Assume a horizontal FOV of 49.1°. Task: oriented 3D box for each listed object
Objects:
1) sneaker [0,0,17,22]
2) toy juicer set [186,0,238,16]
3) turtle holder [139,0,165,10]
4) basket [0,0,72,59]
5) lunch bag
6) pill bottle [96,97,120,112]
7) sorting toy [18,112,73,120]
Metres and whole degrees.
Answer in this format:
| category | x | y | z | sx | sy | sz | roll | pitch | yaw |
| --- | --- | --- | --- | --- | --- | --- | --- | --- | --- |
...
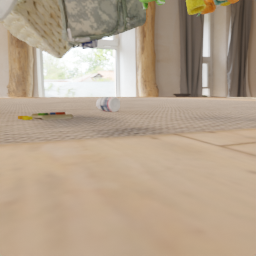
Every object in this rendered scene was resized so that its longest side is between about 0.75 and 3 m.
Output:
| category | x | y | z | sx | sy | sz | roll | pitch | yaw |
| --- | --- | --- | --- | --- | --- | --- | --- | --- | --- |
| sneaker | -2.431 | -3.327 | 6.009 | 0.858 | 2.281 | 1.009 | 26 | 14 | -2 |
| toy juicer set | 2.982 | -3.793 | 7.894 | 2.464 | 0.671 | 1.568 | -18 | -2 | 33 |
| turtle holder | 0.307 | -1.876 | 3.521 | 0.554 | 0.518 | 0.730 | -32 | 32 | 1 |
| basket | -2.483 | -3.320 | 7.666 | 2.808 | 1.732 | 1.903 | 32 | -10 | 35 |
| lunch bag | -0.638 | -2.567 | 5.143 | 1.573 | 1.875 | 1.307 | -28 | 39 | -30 |
| pill bottle | -0.968 | -1.124 | 13.226 | 0.674 | 0.674 | 1.127 | -7 | 10 | -41 |
| sorting toy | -2.921 | -0.444 | 9.824 | 1.614 | 0.216 | 1.202 | -6 | 9 | -37 |
